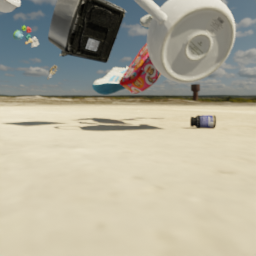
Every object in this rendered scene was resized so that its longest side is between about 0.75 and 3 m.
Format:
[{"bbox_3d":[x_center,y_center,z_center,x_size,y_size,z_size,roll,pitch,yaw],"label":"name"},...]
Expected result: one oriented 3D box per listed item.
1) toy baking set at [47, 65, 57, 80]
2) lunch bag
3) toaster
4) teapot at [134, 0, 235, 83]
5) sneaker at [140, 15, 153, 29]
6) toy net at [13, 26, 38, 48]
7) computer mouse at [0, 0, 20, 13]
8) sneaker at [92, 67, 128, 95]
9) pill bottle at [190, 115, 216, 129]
[{"bbox_3d":[-3.738,-2.711,13.659,0.778,0.597,0.091,-37,-46,24],"label":"toy baking set"},{"bbox_3d":[0.716,-2.598,11.830,0.993,2.424,2.135,37,-12,-19],"label":"lunch bag"},{"bbox_3d":[-1.460,-3.413,9.468,1.332,2.029,2.244,35,23,32],"label":"toaster"},{"bbox_3d":[1.577,-2.764,8.179,2.630,2.665,1.946,-16,44,-7],"label":"teapot"},{"bbox_3d":[0.851,-3.711,9.523,1.403,0.526,0.608,23,0,45],"label":"sneaker"},{"bbox_3d":[-4.081,-3.714,11.414,0.244,0.664,1.265,31,7,15],"label":"toy net"},{"bbox_3d":[-3.388,-3.512,7.204,1.384,0.554,2.524,32,18,-38],"label":"computer mouse"},{"bbox_3d":[-0.718,-2.267,13.313,2.310,0.933,0.884,-19,-23,-30],"label":"sneaker"},{"bbox_3d":[2.559,-0.208,9.598,0.825,0.461,0.461,1,6,5],"label":"pill bottle"}]
